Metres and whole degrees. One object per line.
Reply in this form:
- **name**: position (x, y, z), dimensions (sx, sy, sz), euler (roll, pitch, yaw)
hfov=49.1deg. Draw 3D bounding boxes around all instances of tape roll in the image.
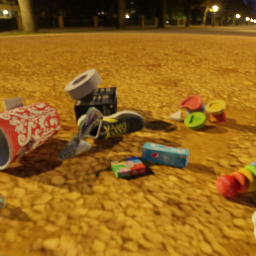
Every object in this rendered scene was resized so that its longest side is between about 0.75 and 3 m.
- **tape roll**: position (-2.083, -2.013, 12.971), dimensions (1.694, 0.559, 1.694), euler (-26, 26, 14)

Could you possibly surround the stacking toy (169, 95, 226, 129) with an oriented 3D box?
- **stacking toy**: position (3.200, -0.500, 12.798), dimensions (1.968, 0.918, 2.174), euler (-40, 36, -17)

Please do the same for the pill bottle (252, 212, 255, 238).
- **pill bottle**: position (3.154, 2.379, 6.027), dimensions (0.738, 0.738, 1.291), euler (3, 24, 6)

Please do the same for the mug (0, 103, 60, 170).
- **mug**: position (-3.991, -0.117, 9.937), dimensions (2.395, 1.800, 2.698), euler (47, 31, 4)

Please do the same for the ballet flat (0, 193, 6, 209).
- **ballet flat**: position (-4.107, 1.738, 7.513), dimensions (1.760, 0.636, 0.597), euler (9, 41, 19)

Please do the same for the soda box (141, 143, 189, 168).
- **soda box**: position (1.245, 0.917, 9.493), dimensions (1.518, 0.487, 0.515), euler (10, 19, 19)

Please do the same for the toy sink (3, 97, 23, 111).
- **toy sink**: position (-5.147, -0.715, 12.755), dimensions (0.762, 1.169, 0.655), euler (-15, -6, -27)

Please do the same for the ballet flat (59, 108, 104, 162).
- **ballet flat**: position (-1.518, 0.308, 9.749), dimensions (0.803, 0.803, 2.233), euler (17, 66, 32)

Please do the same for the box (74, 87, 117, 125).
- **box**: position (-1.448, -1.108, 13.316), dimensions (1.819, 1.017, 2.578), euler (-1, 25, 0)

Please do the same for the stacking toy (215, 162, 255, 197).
- **stacking toy**: position (3.551, 1.434, 8.021), dimensions (2.250, 0.960, 0.960), euler (-13, 27, -17)

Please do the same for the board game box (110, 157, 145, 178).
- **board game box**: position (-0.026, 1.270, 9.129), dimensions (0.959, 0.193, 0.734), euler (-9, 26, -20)

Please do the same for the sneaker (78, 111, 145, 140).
- **sneaker**: position (-0.676, 0.052, 10.906), dimensions (2.695, 1.004, 1.140), euler (-5, 27, 3)
